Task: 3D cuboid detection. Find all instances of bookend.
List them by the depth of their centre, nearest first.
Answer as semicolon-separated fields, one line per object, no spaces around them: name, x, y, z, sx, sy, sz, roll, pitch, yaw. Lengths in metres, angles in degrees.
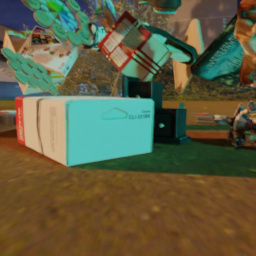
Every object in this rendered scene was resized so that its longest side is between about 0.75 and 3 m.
bookend;0.683;-0.458;6.726;1.570;1.560;0.723;5;8;31

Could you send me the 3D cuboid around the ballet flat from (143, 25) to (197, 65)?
ballet flat;1.457;-3.162;10.784;2.725;0.927;0.932;18;42;-7

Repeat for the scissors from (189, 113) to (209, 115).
scissors;3.938;-0.800;15.599;1.176;0.082;0.430;4;10;18

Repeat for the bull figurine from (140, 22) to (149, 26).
bull figurine;0.591;-4.827;13.443;0.621;0.333;1.023;-42;-13;28

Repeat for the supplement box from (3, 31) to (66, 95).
supplement box;-3.567;-2.528;10.628;1.517;2.408;0.885;-16;-21;-37

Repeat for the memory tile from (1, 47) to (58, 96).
memory tile;-2.476;-1.404;7.155;0.129;1.177;1.536;-37;-19;15

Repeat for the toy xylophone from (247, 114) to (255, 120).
toy xylophone;5.413;-0.483;12.045;1.247;0.313;0.913;4;7;25

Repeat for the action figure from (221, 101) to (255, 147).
action figure;2.634;-0.019;5.811;0.546;1.025;1.575;2;13;-41

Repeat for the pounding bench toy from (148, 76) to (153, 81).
pounding bench toy;0.776;-2.492;11.961;1.096;1.405;0.873;-32;17;41

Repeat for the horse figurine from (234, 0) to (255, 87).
horse figurine;2.969;-1.946;6.334;0.597;2.392;1.585;-37;27;-12

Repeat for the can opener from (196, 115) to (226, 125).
can opener;3.137;-0.316;10.620;0.414;0.328;1.245;-7;10;-43

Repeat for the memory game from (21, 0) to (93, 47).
memory game;-1.908;-3.245;7.743;0.151;2.376;2.376;-34;-13;31

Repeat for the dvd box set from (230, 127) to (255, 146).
dvd box set;3.571;0.196;6.563;1.984;0.292;1.451;1;7;7

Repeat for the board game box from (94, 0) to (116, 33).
board game box;-0.736;-3.832;9.302;0.265;1.042;1.540;-5;-9;13

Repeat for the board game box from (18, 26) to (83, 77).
board game box;-2.573;-2.549;9.226;1.922;1.213;0.333;25;-12;20

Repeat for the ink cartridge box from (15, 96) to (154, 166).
ink cartridge box;-0.980;-0.104;5.730;1.844;1.070;2.555;-5;9;-37

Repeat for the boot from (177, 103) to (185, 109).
boot;3.277;-1.342;18.122;0.842;0.550;0.285;-3;8;-23

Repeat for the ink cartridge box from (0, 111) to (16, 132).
ink cartridge box;-4.915;-0.232;8.655;2.673;0.670;2.168;4;7;9

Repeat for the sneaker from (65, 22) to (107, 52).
sneaker;-1.280;-3.815;11.875;2.790;1.114;1.815;0;15;-22

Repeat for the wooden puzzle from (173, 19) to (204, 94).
wooden puzzle;2.752;-3.173;12.735;0.477;2.370;2.562;6;-28;-11

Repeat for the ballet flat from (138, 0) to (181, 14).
ballet flat;0.855;-3.702;7.462;0.969;0.975;2.851;-4;29;-9

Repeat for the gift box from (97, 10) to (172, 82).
gift box;0.148;-2.449;9.156;1.818;1.678;1.698;-43;-27;19

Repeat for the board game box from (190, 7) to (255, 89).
board game box;3.259;-2.262;8.214;1.707;0.355;2.524;14;-37;-21
